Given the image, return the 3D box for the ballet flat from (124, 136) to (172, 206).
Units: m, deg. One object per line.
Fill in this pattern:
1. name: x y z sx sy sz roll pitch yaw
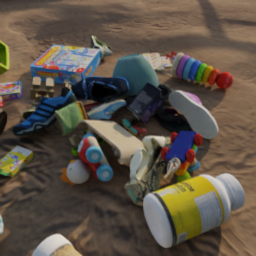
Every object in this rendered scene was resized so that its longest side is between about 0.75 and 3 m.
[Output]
1. ballet flat: 0.701 0.945 8.520 1.009 1.120 2.975 -23 23 40

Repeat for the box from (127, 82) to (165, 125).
1. box: 0.697 -0.918 10.575 0.672 0.953 1.288 38 87 23

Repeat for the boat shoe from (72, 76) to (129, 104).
1. boat shoe: -1.275 -1.551 10.969 2.638 1.110 0.905 -7 26 34

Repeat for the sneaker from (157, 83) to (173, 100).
1. sneaker: 0.959 -1.623 12.241 2.224 0.838 0.881 17 15 26

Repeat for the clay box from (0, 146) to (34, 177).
1. clay box: -3.716 1.121 9.059 0.684 0.283 1.190 17 42 19

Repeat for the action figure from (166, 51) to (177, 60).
1. action figure: 2.864 -3.301 14.398 0.642 0.507 1.963 -34 54 -27

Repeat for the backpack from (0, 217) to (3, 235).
1. backpack: -4.268 2.388 6.589 2.405 1.849 1.962 11 31 -9

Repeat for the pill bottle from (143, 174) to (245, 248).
1. pill bottle: 1.693 1.987 7.151 2.385 1.336 1.336 -15 41 -18

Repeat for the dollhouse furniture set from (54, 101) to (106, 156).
1. dollhouse furniture set: -1.535 -0.012 9.246 0.816 1.626 1.065 -1 27 39

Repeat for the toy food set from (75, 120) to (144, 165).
1. toy food set: -0.528 0.449 9.273 2.175 0.657 1.561 37 20 30

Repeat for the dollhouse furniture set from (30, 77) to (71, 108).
1. dollhouse furniture set: -3.125 -1.368 11.302 1.549 1.358 1.029 4 38 -17

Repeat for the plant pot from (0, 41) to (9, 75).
1. plant pot: -6.802 -3.254 12.861 1.678 1.849 1.840 -30 53 18

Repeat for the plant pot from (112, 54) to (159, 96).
1. plant pot: 0.182 -2.282 11.588 1.989 1.339 1.989 -10 23 4

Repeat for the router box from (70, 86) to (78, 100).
1. router box: -1.956 -1.724 12.585 1.102 0.281 0.822 -22 44 -25

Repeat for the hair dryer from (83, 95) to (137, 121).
1. hair dryer: -1.107 -0.837 11.384 2.801 0.761 2.133 -20 25 -29

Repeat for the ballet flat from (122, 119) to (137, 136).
1. ballet flat: 0.022 0.012 10.108 0.263 0.241 0.766 -22 62 -42

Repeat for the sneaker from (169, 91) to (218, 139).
1. sneaker: 2.746 -0.588 10.738 1.349 0.857 2.365 -4 50 -50

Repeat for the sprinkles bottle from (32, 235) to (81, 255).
1. sprinkles bottle: -0.816 3.377 5.721 2.787 0.951 0.951 27 46 30

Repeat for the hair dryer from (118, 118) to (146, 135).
1. hair dryer: 0.252 -0.073 10.530 0.863 0.308 1.132 -27 47 -31

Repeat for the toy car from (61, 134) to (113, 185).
1. toy car: -1.391 1.111 8.387 1.486 1.314 1.369 -29 22 -5

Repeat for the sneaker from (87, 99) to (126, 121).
1. sneaker: -0.738 -0.612 10.242 1.479 0.665 0.580 -24 18 -12

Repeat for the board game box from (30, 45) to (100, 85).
1. board game box: -3.031 -3.185 14.011 2.617 0.747 2.673 9 40 10

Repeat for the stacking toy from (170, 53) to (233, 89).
1. stacking toy: 3.472 -2.560 13.017 2.812 1.200 1.200 22 44 20

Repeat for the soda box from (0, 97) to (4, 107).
1. soda box: -5.634 -0.926 11.221 1.138 0.399 0.361 -12 17 3

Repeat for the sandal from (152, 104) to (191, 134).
1. sandal: 1.471 -0.502 10.829 0.851 0.542 2.263 -30 51 -28

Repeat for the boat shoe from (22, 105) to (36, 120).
1. boat shoe: -3.409 -0.576 10.711 1.445 0.530 0.453 -3 44 -49

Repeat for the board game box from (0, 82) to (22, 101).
1. board game box: -5.484 -1.602 12.402 1.452 0.325 0.977 -9 40 -11

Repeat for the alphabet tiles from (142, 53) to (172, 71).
1. alphabet tiles: 1.328 -3.519 14.924 1.862 0.139 1.904 -3 39 -3

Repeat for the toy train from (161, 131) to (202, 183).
1. toy train: 1.513 1.172 8.166 0.944 1.290 2.230 2 34 31

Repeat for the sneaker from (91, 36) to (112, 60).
1. sneaker: -1.514 -4.477 15.732 0.959 0.832 2.164 -6 45 -23

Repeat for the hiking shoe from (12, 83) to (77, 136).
1. hiking shoe: -3.033 -0.580 10.141 2.578 1.118 0.959 -27 8 -11

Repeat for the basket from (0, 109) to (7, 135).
1. basket: -5.432 -0.387 10.046 1.792 1.616 1.219 14 17 -1
